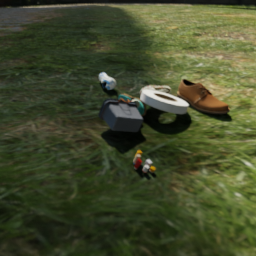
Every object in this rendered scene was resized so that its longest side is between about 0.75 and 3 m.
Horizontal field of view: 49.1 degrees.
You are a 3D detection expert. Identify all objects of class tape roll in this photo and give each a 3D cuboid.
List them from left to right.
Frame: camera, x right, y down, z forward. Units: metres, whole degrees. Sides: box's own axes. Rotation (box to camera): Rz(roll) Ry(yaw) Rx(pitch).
[{"bbox_3d":[1.571,-1.148,12.160,2.109,0.385,2.109,15,18,-5],"label":"tape roll"}]

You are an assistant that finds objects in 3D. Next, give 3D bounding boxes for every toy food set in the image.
[{"bbox_3d":[0.446,1.184,8.996,0.423,0.398,0.885,-11,48,-44],"label":"toy food set"}]

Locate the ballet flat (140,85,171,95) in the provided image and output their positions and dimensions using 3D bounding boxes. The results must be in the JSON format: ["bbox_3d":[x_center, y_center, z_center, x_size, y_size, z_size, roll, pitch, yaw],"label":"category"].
[{"bbox_3d":[1.373,-1.799,13.636,1.584,0.599,0.506,-10,12,-13],"label":"ballet flat"}]

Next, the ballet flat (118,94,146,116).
[{"bbox_3d":[0.342,-1.043,12.527,0.695,0.651,1.920,3,18,-41],"label":"ballet flat"}]

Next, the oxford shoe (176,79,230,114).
[{"bbox_3d":[3.344,-1.447,12.705,1.032,1.031,2.892,-20,38,-33],"label":"oxford shoe"}]

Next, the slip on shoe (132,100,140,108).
[{"bbox_3d":[-0.156,-0.744,11.729,1.403,0.520,0.429,-31,15,2],"label":"slip on shoe"}]

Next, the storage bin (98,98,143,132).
[{"bbox_3d":[-0.175,-0.463,10.795,1.541,1.122,1.035,4,35,-34],"label":"storage bin"}]

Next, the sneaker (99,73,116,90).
[{"bbox_3d":[-1.226,-2.457,14.828,0.642,0.637,1.772,-35,33,-10],"label":"sneaker"}]
